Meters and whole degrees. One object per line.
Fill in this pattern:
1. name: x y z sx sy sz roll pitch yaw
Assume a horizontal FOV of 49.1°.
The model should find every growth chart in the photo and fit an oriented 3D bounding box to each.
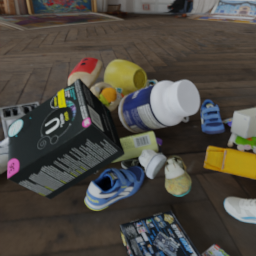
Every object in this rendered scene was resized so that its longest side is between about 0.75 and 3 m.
1. growth chart: 5.167 0.504 10.604 2.577 0.229 1.865 9 29 19

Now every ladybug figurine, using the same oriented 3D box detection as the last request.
1. ladybug figurine: -2.171 -2.618 13.771 1.896 1.005 2.793 -36 23 30

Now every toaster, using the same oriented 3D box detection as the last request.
1. toaster: -4.177 -0.237 11.102 1.571 1.031 1.737 -13 32 -20

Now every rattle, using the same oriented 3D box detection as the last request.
1. rattle: -0.425 -1.450 11.330 1.995 1.425 1.299 -8 63 -44

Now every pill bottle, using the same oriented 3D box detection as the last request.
1. pill bottle: 1.086 -0.785 10.181 1.592 1.592 2.867 -27 9 -39

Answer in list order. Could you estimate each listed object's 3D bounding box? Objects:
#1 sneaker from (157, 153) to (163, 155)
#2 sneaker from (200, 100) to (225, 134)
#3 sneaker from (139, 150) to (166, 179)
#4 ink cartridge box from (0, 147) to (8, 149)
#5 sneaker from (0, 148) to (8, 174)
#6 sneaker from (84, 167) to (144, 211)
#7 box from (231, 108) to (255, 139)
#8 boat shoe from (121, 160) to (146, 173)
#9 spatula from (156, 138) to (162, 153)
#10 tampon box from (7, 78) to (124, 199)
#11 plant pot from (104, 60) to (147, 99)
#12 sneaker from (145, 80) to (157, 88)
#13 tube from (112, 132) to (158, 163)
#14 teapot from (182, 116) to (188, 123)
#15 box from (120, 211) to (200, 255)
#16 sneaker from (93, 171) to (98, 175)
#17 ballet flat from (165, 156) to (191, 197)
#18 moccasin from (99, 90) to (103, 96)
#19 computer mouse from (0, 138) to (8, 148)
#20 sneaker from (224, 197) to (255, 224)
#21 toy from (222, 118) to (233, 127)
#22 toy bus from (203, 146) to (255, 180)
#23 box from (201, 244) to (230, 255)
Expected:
1. sneaker: 0.788 1.036 9.545 0.873 0.309 0.319 -15 33 -24
2. sneaker: 3.326 -0.433 11.310 0.809 0.900 2.189 -5 25 5
3. sneaker: 0.614 0.972 7.924 0.699 0.721 1.975 35 -5 11
4. ink cartridge box: -4.490 0.971 9.689 1.286 0.282 1.298 -23 37 -36
5. sneaker: -4.363 1.525 8.249 0.920 0.949 2.597 36 50 27
6. sneaker: -0.283 1.554 8.001 2.071 0.852 0.766 -24 45 -38
7. box: 5.176 -0.282 11.075 2.255 0.927 0.771 -9 24 -28
8. boat shoe: 0.273 1.188 9.129 1.052 0.335 0.372 7 56 16
9. spatula: 1.153 0.655 10.330 0.277 0.101 0.981 27 23 -11
10. tampon box: -1.719 0.322 7.503 2.515 1.587 1.885 -32 46 10
11. plant pot: 0.056 -2.310 13.529 1.431 2.016 2.016 8 27 42
12. sneaker: 1.192 -2.025 14.354 0.904 0.954 2.362 -5 23 -7
13. tube: -0.472 0.788 9.574 2.914 0.757 0.846 -13 -6 -1
14. teapot: 2.123 -1.113 12.138 1.382 1.400 1.023 28 21 33
15. box: 0.729 2.767 6.327 1.399 0.405 1.760 -10 31 -18
16. sneaker: -1.453 0.368 9.346 1.257 1.088 2.901 -39 47 -19
17. ballet flat: 1.284 1.222 7.691 0.727 0.727 2.057 4 9 8
18. moccasin: -1.812 -1.777 14.269 1.237 0.477 0.452 -9 28 3
19. computer mouse: -4.258 0.499 9.741 1.392 0.305 0.763 -22 13 -30
20. sneaker: 3.391 2.101 7.229 1.751 0.707 0.670 13 33 24
21. toy: 4.498 -0.248 11.622 1.525 0.360 0.878 -14 -10 -21
22. toy bus: 3.524 1.124 8.456 2.290 0.745 0.897 12 -4 7
23. box: 2.127 3.021 6.126 0.520 0.164 0.944 -20 35 -32
